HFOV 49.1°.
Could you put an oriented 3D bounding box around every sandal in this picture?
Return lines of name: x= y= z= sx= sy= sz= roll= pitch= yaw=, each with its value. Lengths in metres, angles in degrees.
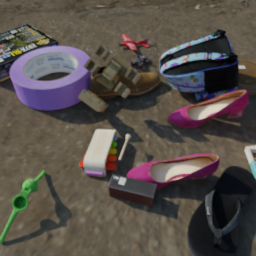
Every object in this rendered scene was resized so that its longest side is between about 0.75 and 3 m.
sandal: x=2.149 y=1.827 z=6.387 sx=1.074 sy=0.605 sz=2.824 roll=22 pitch=48 yaw=21

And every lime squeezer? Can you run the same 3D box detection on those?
lime squeezer: x=-2.437 y=1.626 z=6.512 sx=0.372 sy=0.697 sz=1.973 roll=35 pitch=46 yaw=-14

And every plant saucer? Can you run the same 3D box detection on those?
plant saucer: x=4.340 y=-1.974 z=10.479 sx=2.172 sy=0.320 sz=2.172 roll=-1 pitch=44 yaw=1

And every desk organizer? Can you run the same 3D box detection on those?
desk organizer: x=0.099 y=1.527 z=6.819 sx=1.115 sy=0.429 sz=0.400 roll=12 pitch=46 yaw=11

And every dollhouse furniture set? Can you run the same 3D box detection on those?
dollhouse furniture set: x=-0.654 y=-1.384 z=8.597 sx=1.489 sy=1.129 sz=1.699 roll=37 pitch=95 yaw=2

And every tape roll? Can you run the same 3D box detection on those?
tape roll: x=-2.632 y=-1.825 z=9.873 sx=2.733 sy=0.897 sz=2.733 roll=-1 pitch=45 yaw=1

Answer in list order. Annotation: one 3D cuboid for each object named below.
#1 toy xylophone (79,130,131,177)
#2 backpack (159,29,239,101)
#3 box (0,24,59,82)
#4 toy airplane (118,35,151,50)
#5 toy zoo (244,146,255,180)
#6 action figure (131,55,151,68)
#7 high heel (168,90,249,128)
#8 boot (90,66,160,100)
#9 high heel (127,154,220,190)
toy xylophone: x=-0.597 y=0.611 z=7.694 sx=1.198 sy=0.411 sz=1.636 roll=8 pitch=46 yaw=20
backpack: x=2.348 y=-2.001 z=9.559 sx=2.412 sy=1.623 sz=2.202 roll=-11 pitch=42 yaw=13
box: x=-4.677 y=-3.121 z=11.356 sx=2.371 sy=0.733 sz=2.970 roll=35 pitch=54 yaw=28
toy airplane: x=0.273 y=-3.723 z=12.278 sx=1.483 sy=0.273 sz=1.483 roll=0 pitch=44 yaw=0
toy zoo: x=3.861 y=1.004 z=7.534 sx=1.120 sy=0.175 sz=1.707 roll=1 pitch=45 yaw=1
action figure: x=0.519 y=-2.715 z=11.206 sx=0.615 sy=0.328 sz=0.945 roll=18 pitch=42 yaw=33
high heel: x=2.325 y=-0.600 z=8.299 sx=2.315 sy=1.110 sz=0.780 roll=-3 pitch=60 yaw=11
boot: x=-0.033 y=-1.695 z=9.711 sx=2.625 sy=0.990 sz=0.966 roll=-13 pitch=41 yaw=-18
high heel: x=1.090 y=1.000 z=6.853 sx=2.211 sy=1.060 sz=0.745 roll=1 pitch=59 yaw=-3
